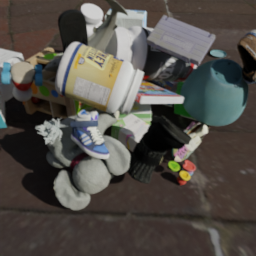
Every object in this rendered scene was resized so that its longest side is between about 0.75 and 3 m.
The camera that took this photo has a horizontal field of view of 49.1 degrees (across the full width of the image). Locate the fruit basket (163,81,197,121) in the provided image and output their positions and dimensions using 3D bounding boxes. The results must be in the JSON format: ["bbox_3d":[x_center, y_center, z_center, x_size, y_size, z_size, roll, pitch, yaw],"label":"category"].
[{"bbox_3d":[2.625,-1.235,9.874,2.184,1.106,2.358,17,44,21],"label":"fruit basket"}]

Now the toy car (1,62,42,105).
[{"bbox_3d":[-3.100,-1.232,8.235,1.064,1.155,1.021,0,41,-20],"label":"toy car"}]

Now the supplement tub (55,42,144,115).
[{"bbox_3d":[-0.667,-1.136,6.742,1.838,1.327,1.327,20,40,-4],"label":"supplement tub"}]

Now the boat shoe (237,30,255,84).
[{"bbox_3d":[3.467,-1.536,7.568,0.737,2.037,0.736,-33,13,-12],"label":"boat shoe"}]

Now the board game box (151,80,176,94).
[{"bbox_3d":[2.116,-1.904,11.305,1.492,0.380,2.204,-24,45,-26],"label":"board game box"}]

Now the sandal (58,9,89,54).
[{"bbox_3d":[-1.307,-1.925,7.376,0.894,2.381,0.537,-24,62,-12],"label":"sandal"}]

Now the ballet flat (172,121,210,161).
[{"bbox_3d":[1.956,0.278,8.379,0.669,0.650,1.881,-24,13,46],"label":"ballet flat"}]

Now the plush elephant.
[{"bbox_3d":[-1.007,0.716,6.986,2.168,2.632,2.038,-33,84,12],"label":"plush elephant"}]

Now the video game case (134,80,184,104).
[{"bbox_3d":[0.185,-1.274,8.739,1.857,0.227,2.597,-5,26,-43],"label":"video game case"}]

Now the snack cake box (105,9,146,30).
[{"bbox_3d":[-0.066,-3.314,11.282,1.475,2.566,0.862,7,42,8],"label":"snack cake box"}]

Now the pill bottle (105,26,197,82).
[{"bbox_3d":[0.707,-2.429,9.333,2.929,1.668,1.668,-1,37,-26],"label":"pill bottle"}]

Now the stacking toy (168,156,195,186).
[{"bbox_3d":[1.416,1.167,7.633,0.686,0.320,0.758,32,38,19],"label":"stacking toy"}]

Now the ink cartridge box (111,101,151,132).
[{"bbox_3d":[0.104,-0.345,9.396,1.354,0.446,1.860,1,39,0],"label":"ink cartridge box"}]

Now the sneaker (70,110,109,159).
[{"bbox_3d":[-0.753,0.078,5.997,1.106,0.810,0.446,32,22,28],"label":"sneaker"}]

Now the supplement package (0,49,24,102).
[{"bbox_3d":[-5.401,-2.202,10.861,2.548,1.396,1.449,16,42,19],"label":"supplement package"}]

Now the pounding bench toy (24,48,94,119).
[{"bbox_3d":[-2.185,-1.776,10.036,2.268,1.806,2.907,16,42,20],"label":"pounding bench toy"}]

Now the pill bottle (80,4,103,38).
[{"bbox_3d":[-1.443,-3.182,9.594,1.020,1.957,1.020,10,57,-16],"label":"pill bottle"}]

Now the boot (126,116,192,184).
[{"bbox_3d":[0.586,0.576,6.429,0.796,1.581,2.115,34,1,-5],"label":"boot"}]

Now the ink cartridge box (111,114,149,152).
[{"bbox_3d":[0.364,0.300,8.439,1.575,0.530,0.923,34,45,27],"label":"ink cartridge box"}]

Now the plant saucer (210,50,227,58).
[{"bbox_3d":[4.354,-3.554,13.529,0.768,0.105,0.768,0,40,0],"label":"plant saucer"}]

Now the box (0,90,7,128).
[{"bbox_3d":[-4.214,-0.994,8.352,0.590,2.401,0.988,-7,59,-12],"label":"box"}]

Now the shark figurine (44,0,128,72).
[{"bbox_3d":[-0.808,-2.363,8.087,1.840,3.080,1.285,-20,77,-55],"label":"shark figurine"}]

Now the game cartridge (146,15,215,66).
[{"bbox_3d":[1.440,-2.430,7.792,1.623,0.312,1.052,29,78,16],"label":"game cartridge"}]

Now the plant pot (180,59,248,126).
[{"bbox_3d":[2.756,-1.280,8.508,2.059,1.387,2.059,2,62,-3],"label":"plant pot"}]
